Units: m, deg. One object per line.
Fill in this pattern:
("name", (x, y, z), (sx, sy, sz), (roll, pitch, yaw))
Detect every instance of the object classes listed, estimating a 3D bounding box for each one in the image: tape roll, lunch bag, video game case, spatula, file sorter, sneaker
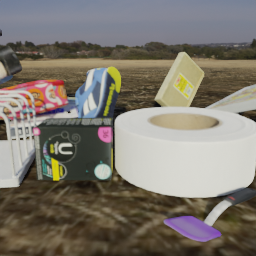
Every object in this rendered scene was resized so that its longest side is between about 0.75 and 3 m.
("tape roll", (1.143, 0.304, 5.789), (2.858, 0.999, 2.858), (0, 15, 0))
("lunch bag", (-3.022, -0.797, 8.332), (2.218, 0.909, 1.954), (-15, 8, -25))
("video game case", (4.238, -1.092, 9.187), (2.677, 0.337, 2.942), (-26, 7, -26))
("spatula", (1.368, 1.187, 4.074), (2.016, 0.207, 0.570), (-12, 22, -39))
("file sorter", (-2.853, 0.106, 5.741), (1.581, 1.419, 2.279), (-2, 16, -7))
("video game case", (-2.041, -1.015, 11.610), (1.792, 0.205, 1.630), (0, 16, -25))
("sneaker", (-0.848, -0.473, 6.741), (0.858, 2.086, 0.771), (14, -8, 30))

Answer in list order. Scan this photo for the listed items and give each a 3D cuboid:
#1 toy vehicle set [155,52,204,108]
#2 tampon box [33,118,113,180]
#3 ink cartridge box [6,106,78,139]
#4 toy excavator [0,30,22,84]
("toy vehicle set", (1.728, -1.375, 9.165), (1.169, 1.881, 0.249), (37, -17, -29))
("tampon box", (-0.986, 0.379, 5.410), (1.379, 1.033, 0.871), (-1, 15, 0))
("ink cartridge box", (-2.501, -0.222, 8.551), (1.967, 0.427, 1.949), (-10, 16, -11))
("toy excavator", (-4.076, -1.642, 7.673), (1.487, 2.894, 2.977), (-35, 33, -24))
